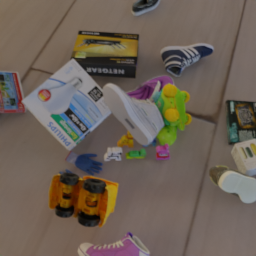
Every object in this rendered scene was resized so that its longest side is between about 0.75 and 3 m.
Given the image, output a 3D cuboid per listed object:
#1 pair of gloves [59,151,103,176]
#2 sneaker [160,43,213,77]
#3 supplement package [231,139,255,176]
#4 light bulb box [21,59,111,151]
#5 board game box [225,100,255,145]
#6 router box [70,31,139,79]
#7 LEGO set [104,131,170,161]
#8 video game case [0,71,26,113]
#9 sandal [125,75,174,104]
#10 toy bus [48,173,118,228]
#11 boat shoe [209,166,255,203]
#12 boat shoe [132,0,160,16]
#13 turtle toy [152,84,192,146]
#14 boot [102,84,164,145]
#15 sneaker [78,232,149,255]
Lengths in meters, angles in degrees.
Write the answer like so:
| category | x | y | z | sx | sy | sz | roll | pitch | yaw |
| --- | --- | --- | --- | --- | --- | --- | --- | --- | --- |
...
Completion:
| category | x | y | z | sx | sy | sz | roll | pitch | yaw |
| --- | --- | --- | --- | --- | --- | --- | --- | --- | --- |
| pair of gloves | -1.729 | 1.573 | 9.775 | 1.399 | 0.198 | 1.740 | 23 | 64 | 11 |
| sneaker | 2.537 | -2.831 | 11.733 | 2.257 | 0.791 | 1.224 | -4 | 65 | -3 |
| supplement package | 4.116 | 1.040 | 9.539 | 0.753 | 0.748 | 0.993 | -15 | 59 | 1 |
| light bulb box | -2.002 | -0.726 | 9.763 | 2.241 | 1.398 | 2.221 | -44 | 91 | -11 |
| board game box | 4.396 | -0.190 | 10.643 | 1.266 | 0.264 | 1.872 | 5 | 63 | 4 |
| router box | -0.906 | -3.069 | 11.594 | 2.638 | 0.689 | 2.074 | 3 | 54 | 1 |
| LEGO set | 0.335 | 0.502 | 9.686 | 2.333 | 0.957 | 0.890 | -1 | 50 | -11 |
| video game case | -5.456 | -1.388 | 10.583 | 2.773 | 0.242 | 1.983 | -4 | 59 | -33 |
| sandal | 0.722 | -1.381 | 11.020 | 2.722 | 0.669 | 1.108 | -29 | 69 | -16 |
| toy bus | -1.226 | 2.015 | 8.698 | 1.891 | 1.815 | 1.283 | 12 | 98 | 17 |
| boat shoe | 3.432 | 1.756 | 8.855 | 0.831 | 2.324 | 0.695 | -60 | 35 | 4 |
| boat shoe | 0.897 | -6.000 | 13.471 | 1.694 | 0.601 | 0.611 | -39 | 69 | -18 |
| turtle toy | 1.485 | -0.498 | 10.132 | 1.146 | 1.653 | 2.268 | -8 | 80 | 33 |
| boot | 0.221 | -0.641 | 9.119 | 1.132 | 0.871 | 2.368 | -47 | 110 | -33 |
| sneaker | -0.388 | 3.491 | 8.113 | 2.129 | 0.772 | 1.214 | 14 | 87 | 20 |
